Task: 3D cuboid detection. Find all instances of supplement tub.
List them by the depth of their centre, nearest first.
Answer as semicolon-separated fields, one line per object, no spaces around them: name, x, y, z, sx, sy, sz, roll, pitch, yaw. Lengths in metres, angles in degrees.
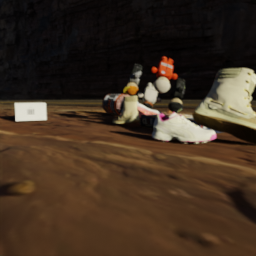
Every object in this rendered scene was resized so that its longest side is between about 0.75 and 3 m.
supplement tub;-0.473;-1.333;16.170;1.241;1.241;2.321;-5;8;-33

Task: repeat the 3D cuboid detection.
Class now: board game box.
board game box;1.926;-0.178;10.113;1.854;0.473;2.736;-4;8;-28

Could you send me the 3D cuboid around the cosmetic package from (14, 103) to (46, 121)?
cosmetic package;-4.682;-0.778;13.356;1.357;0.837;1.361;-3;8;-22

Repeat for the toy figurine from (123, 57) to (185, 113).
toy figurine;1.124;-1.579;11.461;2.156;1.523;2.190;-4;-31;31

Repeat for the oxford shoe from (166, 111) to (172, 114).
oxford shoe;1.873;-0.565;13.206;0.485;0.484;1.359;5;11;25

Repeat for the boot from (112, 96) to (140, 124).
boot;-0.121;-0.684;10.954;0.499;1.066;1.371;-3;-2;-42

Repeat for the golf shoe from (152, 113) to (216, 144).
golf shoe;1.447;0.001;7.486;1.756;0.804;0.661;4;7;28

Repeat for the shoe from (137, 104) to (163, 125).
shoe;0.884;-0.386;11.646;1.582;0.720;0.565;22;-38;-25

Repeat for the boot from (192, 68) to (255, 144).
boot;3.130;-0.636;7.390;2.370;1.833;0.854;21;-21;34

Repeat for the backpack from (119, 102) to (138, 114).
backpack;0.157;-0.809;12.322;0.654;0.808;0.849;49;42;15
